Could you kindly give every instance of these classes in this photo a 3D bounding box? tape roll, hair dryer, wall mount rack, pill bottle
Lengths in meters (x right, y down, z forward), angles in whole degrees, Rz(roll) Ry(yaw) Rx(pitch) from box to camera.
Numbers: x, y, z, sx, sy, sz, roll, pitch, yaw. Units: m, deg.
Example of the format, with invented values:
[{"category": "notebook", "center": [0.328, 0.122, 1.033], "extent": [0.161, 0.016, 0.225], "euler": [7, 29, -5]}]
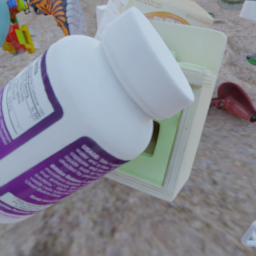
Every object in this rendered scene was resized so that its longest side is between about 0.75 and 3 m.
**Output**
[{"category": "tape roll", "center": [3.643, -2.445, 6.359], "extent": [2.152, 0.393, 2.152], "euler": [11, 27, -6]}, {"category": "hair dryer", "center": [2.662, -0.718, 8.658], "extent": [2.789, 0.758, 2.124], "euler": [18, 52, 35]}, {"category": "wall mount rack", "center": [3.078, 2.282, 4.193], "extent": [2.225, 0.955, 2.561], "euler": [6, 37, -10]}, {"category": "pill bottle", "center": [-0.578, -0.065, 2.742], "extent": [2.263, 1.270, 1.270], "euler": [-31, 31, 20]}]

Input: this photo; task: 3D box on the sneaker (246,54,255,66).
[{"category": "sneaker", "center": [4.341, -2.242, 8.453], "extent": [1.505, 0.641, 0.587], "euler": [6, 30, 43]}]

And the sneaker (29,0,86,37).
[{"category": "sneaker", "center": [-1.570, -2.524, 6.223], "extent": [1.009, 1.801, 0.699], "euler": [-14, -8, 19]}]

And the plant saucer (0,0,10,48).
[{"category": "plant saucer", "center": [-3.373, -1.758, 4.848], "extent": [2.547, 0.458, 2.547], "euler": [-3, 67, 6]}]

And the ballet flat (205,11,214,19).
[{"category": "ballet flat", "center": [1.616, -2.814, 8.001], "extent": [0.592, 1.714, 0.610], "euler": [29, 40, -37]}]

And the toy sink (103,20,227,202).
[{"category": "toy sink", "center": [0.329, -0.408, 3.989], "extent": [1.502, 2.304, 1.291], "euler": [18, 13, 20]}]

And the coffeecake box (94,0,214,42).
[{"category": "coffeecake box", "center": [0.255, -1.492, 5.494], "extent": [1.724, 2.246, 0.821], "euler": [5, 43, -30]}]

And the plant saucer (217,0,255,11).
[{"category": "plant saucer", "center": [3.329, -3.833, 7.740], "extent": [1.701, 0.427, 1.701], "euler": [-3, -5, 0]}]

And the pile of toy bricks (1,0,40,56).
[{"category": "pile of toy bricks", "center": [-3.171, -2.786, 6.647], "extent": [1.293, 2.330, 1.150], "euler": [-15, 6, 26]}]

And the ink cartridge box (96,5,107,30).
[{"category": "ink cartridge box", "center": [-0.562, -5.912, 15.004], "extent": [2.161, 1.265, 0.727], "euler": [-17, 40, -22]}]
